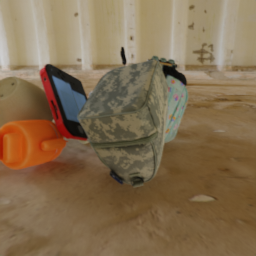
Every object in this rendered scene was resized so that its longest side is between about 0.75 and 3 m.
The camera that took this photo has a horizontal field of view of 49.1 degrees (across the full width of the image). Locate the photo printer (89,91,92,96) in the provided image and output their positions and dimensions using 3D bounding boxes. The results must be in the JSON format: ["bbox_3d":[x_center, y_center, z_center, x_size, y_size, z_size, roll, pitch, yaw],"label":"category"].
[{"bbox_3d":[-0.664,-0.657,11.574,1.842,2.214,0.769,-15,16,-32],"label":"photo printer"}]

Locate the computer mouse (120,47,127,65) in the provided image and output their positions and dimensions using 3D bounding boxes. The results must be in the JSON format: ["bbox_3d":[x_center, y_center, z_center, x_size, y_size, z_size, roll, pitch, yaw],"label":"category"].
[{"bbox_3d":[-0.207,-1.913,9.406,0.305,1.793,0.526,-7,-21,12],"label":"computer mouse"}]

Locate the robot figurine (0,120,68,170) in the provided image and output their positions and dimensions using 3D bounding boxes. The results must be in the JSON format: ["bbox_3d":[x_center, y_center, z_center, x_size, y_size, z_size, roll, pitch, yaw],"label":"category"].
[{"bbox_3d":[-3.021,0.459,8.718,1.782,1.444,2.477,-38,-12,23],"label":"robot figurine"}]

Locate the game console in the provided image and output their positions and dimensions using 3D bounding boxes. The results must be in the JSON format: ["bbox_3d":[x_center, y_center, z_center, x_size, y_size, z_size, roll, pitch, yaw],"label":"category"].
[{"bbox_3d":[-1.905,-0.800,9.759,0.420,2.708,2.395,-28,-17,21],"label":"game console"}]

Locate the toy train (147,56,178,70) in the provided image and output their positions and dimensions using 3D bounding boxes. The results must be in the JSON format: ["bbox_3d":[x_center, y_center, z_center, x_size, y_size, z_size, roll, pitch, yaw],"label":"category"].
[{"bbox_3d":[1.607,-2.908,13.275,1.496,0.638,0.853,11,47,-1],"label":"toy train"}]

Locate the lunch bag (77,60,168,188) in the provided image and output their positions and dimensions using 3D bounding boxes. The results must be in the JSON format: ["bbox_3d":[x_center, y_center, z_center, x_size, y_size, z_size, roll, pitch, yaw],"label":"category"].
[{"bbox_3d":[0.157,-0.144,7.682,1.969,2.370,2.826,-10,35,22],"label":"lunch bag"}]

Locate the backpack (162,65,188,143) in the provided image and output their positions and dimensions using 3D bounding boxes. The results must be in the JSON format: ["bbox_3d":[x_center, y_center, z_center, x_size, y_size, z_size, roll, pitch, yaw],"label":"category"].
[{"bbox_3d":[1.296,-0.808,11.190,1.728,2.729,2.278,22,-15,-5],"label":"backpack"}]

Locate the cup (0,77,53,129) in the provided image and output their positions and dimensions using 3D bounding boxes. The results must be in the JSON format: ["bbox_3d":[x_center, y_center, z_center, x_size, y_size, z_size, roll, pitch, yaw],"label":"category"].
[{"bbox_3d":[-3.990,-0.881,10.093,2.275,1.627,2.275,-10,51,12],"label":"cup"}]

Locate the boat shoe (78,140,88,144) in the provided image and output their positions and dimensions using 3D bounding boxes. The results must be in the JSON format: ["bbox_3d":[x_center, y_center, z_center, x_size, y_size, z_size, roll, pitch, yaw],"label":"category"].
[{"bbox_3d":[-2.195,-0.332,11.454,0.825,2.211,0.688,-35,-2,6],"label":"boat shoe"}]
